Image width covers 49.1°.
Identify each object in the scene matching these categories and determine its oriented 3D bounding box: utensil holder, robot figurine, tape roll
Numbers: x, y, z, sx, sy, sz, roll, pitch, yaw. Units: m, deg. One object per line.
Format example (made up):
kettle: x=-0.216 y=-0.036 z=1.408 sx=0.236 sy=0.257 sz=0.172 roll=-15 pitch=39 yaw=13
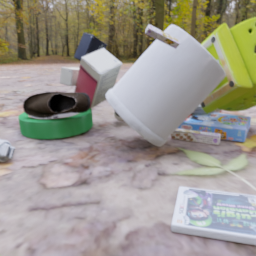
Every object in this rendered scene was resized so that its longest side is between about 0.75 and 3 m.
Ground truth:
utensil holder: x=1.017 y=-1.115 z=7.642 sx=2.165 sy=2.548 sz=2.165 roll=41 pitch=13 yaw=-11
robot figurine: x=-3.357 y=0.555 z=7.062 sx=0.977 sy=0.552 sz=0.828 roll=6 pitch=-22 yaw=20
tape roll: x=-2.468 y=-0.268 z=9.691 sx=2.451 sy=0.589 sz=2.451 roll=-3 pitch=17 yaw=1

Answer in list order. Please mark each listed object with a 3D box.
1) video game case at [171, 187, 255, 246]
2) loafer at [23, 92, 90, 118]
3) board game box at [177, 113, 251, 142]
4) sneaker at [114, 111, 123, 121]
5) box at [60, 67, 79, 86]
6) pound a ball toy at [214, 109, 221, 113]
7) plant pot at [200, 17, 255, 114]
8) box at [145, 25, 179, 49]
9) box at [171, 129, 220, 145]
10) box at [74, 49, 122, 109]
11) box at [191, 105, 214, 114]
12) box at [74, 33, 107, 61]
video game case: x=1.521 y=1.430 z=4.756 sx=1.431 sy=0.167 sz=1.301 roll=4 pitch=17 yaw=15
loafer: x=-2.323 y=-0.784 z=8.573 sx=2.272 sy=0.829 sz=0.811 roll=-6 pitch=-1 yaw=16
board game box: x=2.762 y=-0.141 z=9.622 sx=2.542 sy=0.465 sz=1.923 roll=9 pitch=18 yaw=26
sneaker: x=0.351 y=-1.366 z=10.410 sx=2.476 sy=1.120 sz=0.823 roll=-44 pitch=63 yaw=-10
box: x=-1.805 y=-1.814 z=9.890 sx=0.491 sy=0.599 sz=1.262 roll=16 pitch=15 yaw=23
pound a ball toy: x=3.556 y=-0.768 z=10.860 sx=0.322 sy=0.757 sz=0.494 roll=39 pitch=34 yaw=6
plant pot: x=3.344 y=-1.850 z=8.927 sx=2.200 sy=2.424 sz=2.412 roll=-12 pitch=-12 yaw=-24
box: x=0.736 y=-1.931 z=5.953 sx=0.777 sy=0.150 sz=0.161 roll=21 pitch=49 yaw=-17
box: x=2.055 y=0.255 z=8.584 sx=1.463 sy=0.283 sz=0.303 roll=8 pitch=18 yaw=25
box: x=-1.044 y=-1.638 z=9.390 sx=0.896 sy=1.645 sz=1.051 roll=42 pitch=50 yaw=15
box: x=2.210 y=-0.985 z=10.219 sx=1.591 sy=0.328 sz=1.241 roll=1 pitch=38 yaw=-3
box: x=-1.448 y=-2.977 z=10.856 sx=0.537 sy=1.032 sz=0.940 roll=25 pitch=4 yaw=30
